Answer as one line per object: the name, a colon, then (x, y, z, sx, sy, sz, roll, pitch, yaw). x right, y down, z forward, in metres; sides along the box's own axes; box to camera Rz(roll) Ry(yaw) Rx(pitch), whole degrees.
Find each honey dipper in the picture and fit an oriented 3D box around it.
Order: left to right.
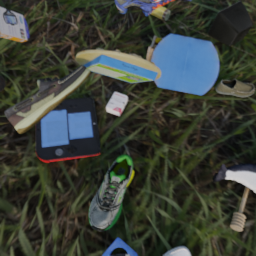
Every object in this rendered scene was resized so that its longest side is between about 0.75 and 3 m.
honey dipper: (3.948, 2.468, 9.529, 0.400, 0.400, 2.109, 24, 59, 13)

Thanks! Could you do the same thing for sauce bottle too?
sauce bottle: (1.295, -6.085, 14.327, 1.770, 0.573, 0.573, 33, 65, 16)

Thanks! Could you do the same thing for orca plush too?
orca plush: (4.444, 1.812, 9.756, 2.957, 1.051, 1.556, 2, 104, 5)

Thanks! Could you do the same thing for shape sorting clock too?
shape sorting clock: (-0.286, -1.907, 8.688, 2.665, 2.665, 0.523, 13, 90, 7)

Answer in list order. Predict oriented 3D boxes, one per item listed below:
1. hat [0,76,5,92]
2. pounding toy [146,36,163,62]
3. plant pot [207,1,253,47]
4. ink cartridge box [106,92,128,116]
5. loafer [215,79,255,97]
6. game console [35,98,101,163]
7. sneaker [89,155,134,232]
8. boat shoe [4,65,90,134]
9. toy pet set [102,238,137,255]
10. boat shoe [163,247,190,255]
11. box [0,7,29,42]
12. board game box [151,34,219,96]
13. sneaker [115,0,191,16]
hat: (-5.818, -1.740, 11.865, 1.214, 0.490, 1.214, 7, 59, -12)
pounding toy: (0.954, -3.330, 12.406, 1.135, 1.132, 1.979, 14, 61, 8)
plant pot: (4.882, -4.735, 13.149, 1.445, 1.448, 1.285, -30, 75, -17)
ink cartridge box: (-0.451, -0.975, 11.491, 0.620, 0.350, 0.846, 21, 62, 12)
loafer: (4.552, -1.694, 11.780, 1.635, 0.569, 0.615, 2, 60, 1)
game console: (-2.372, 0.003, 10.899, 2.360, 0.414, 2.668, -8, 61, -5)
sneaker: (-0.587, 2.053, 9.285, 1.050, 1.146, 2.691, 16, 62, 9)
boat shoe: (-2.188, -0.966, 7.675, 2.620, 0.936, 0.861, -44, 103, -12)
toy pet set: (-0.100, 3.681, 7.870, 2.128, 1.987, 1.130, -3, 69, -2)
boat shoe: (1.096, 4.188, 8.322, 1.910, 0.662, 0.676, -28, 64, -15)
box: (-3.786, -3.288, 8.962, 0.304, 1.464, 0.872, -8, 93, 20)
board game box: (2.389, -2.666, 11.991, 2.871, 0.559, 2.268, 10, 94, -2)
sneaker: (0.821, -4.317, 9.404, 2.717, 1.066, 1.023, 0, 17, 2)
